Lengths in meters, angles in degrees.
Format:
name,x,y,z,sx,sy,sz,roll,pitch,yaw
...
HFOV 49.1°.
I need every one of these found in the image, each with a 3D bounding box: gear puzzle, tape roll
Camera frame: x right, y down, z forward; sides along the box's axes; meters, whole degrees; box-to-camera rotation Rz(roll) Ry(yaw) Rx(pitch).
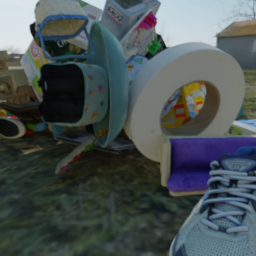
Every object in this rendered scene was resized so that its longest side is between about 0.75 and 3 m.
name,x,y,z,sx,sy,sz,roll,pitch,yaw
gear puzzle,-0.907,0.446,5.728,1.368,0.179,0.708,-41,12,-5
tape roll,1.170,-0.419,5.798,2.655,2.655,0.485,-6,35,-21

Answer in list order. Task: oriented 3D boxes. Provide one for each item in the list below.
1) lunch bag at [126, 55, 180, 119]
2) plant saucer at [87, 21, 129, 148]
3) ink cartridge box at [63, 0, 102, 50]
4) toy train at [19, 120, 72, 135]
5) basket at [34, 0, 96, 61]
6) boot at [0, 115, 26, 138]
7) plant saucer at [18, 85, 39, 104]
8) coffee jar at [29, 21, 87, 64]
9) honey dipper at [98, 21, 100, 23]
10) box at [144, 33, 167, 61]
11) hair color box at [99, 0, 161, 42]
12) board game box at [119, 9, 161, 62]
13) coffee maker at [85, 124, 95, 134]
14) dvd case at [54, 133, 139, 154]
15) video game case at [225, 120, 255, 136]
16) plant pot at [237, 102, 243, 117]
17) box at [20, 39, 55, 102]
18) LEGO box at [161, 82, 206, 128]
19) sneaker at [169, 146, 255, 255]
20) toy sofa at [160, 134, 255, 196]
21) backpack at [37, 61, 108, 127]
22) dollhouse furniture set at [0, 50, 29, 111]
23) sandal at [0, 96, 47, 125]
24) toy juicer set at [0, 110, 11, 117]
name,x,y,z,sx,sy,sz,roll,pitch,yaw
lunch bag,0.310,-0.860,6.478,1.253,1.563,0.591,-44,-13,-14
plant saucer,-0.438,-0.855,5.702,0.446,2.481,2.481,-6,16,-16
ink cartridge box,-1.108,-2.426,6.570,0.706,0.967,0.408,22,-11,-9
toy train,-2.291,-0.398,9.165,1.357,0.993,2.345,16,19,16
basket,-1.106,-1.689,4.838,0.940,1.066,0.742,-12,-12,-36
boot,-3.463,-0.132,8.685,1.739,0.630,1.254,5,14,32
plant saucer,-3.735,-1.413,12.013,2.802,0.413,2.802,-20,1,0
coffee jar,-1.628,-2.079,7.314,1.025,1.966,0.839,-41,-1,-19
honey dipper,-1.356,-2.690,10.919,0.541,2.848,0.541,9,22,-4
box,0.567,-2.358,10.571,0.902,2.095,1.715,30,1,23
hair color box,-0.239,-2.580,8.277,0.842,2.777,1.375,45,54,10
board game box,0.016,-1.945,8.163,0.317,2.450,2.449,44,5,8
coffee maker,-0.694,-0.286,8.789,1.474,1.033,1.534,-12,7,27
dvd case,-0.656,0.351,7.110,1.957,0.156,1.455,10,6,31
video game case,4.145,0.152,7.861,2.015,0.458,1.826,-5,16,-17
plant pot,3.666,-1.476,11.480,2.165,1.738,2.165,0,16,0
box,-2.098,-1.526,8.268,1.102,2.175,1.223,-8,-28,-50
LEGO box,0.893,-0.877,7.783,0.950,1.834,2.462,-17,7,-38
sneaker,1.296,0.923,3.601,1.061,1.173,2.753,8,18,29
toy sofa,1.674,0.632,5.251,2.131,0.883,1.040,0,14,0
backpack,-1.098,-0.721,6.079,1.234,1.415,1.610,0,4,-41
dollhouse furniture set,-3.905,-1.630,8.161,1.148,1.826,2.065,-18,-4,-30
sandal,-2.561,-0.549,7.406,2.227,0.608,0.910,0,-33,41
toy juicer set,-4.124,-0.487,9.435,1.630,0.444,1.037,-12,-5,-24
